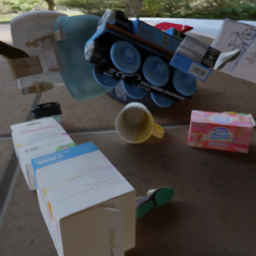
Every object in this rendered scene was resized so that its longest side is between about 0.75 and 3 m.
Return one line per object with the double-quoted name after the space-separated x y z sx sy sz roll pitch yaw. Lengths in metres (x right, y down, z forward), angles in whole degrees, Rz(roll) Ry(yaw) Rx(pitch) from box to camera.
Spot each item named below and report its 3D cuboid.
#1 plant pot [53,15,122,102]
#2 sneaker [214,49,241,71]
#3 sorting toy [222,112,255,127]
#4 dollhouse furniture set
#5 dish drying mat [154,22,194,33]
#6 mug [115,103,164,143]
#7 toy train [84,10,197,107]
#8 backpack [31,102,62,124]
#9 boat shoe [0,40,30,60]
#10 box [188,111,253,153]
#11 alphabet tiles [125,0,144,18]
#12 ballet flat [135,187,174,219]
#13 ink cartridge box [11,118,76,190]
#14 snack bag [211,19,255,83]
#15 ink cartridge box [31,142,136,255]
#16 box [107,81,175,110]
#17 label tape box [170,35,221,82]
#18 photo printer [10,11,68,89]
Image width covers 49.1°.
-0.878 -2.232 8.595 1.766 2.636 2.636 -9 26 11 "plant pot"
2.806 -2.030 8.029 0.911 0.321 0.365 -32 63 -2 "sneaker"
4.345 -0.381 11.064 1.141 0.208 1.056 4 27 9 "sorting toy"
-2.061 -1.421 6.555 1.585 1.352 0.774 3 22 45 "dollhouse furniture set"
1.929 -4.432 12.318 0.747 0.177 1.944 -29 38 -22 "dish drying mat"
0.330 -0.168 9.919 1.293 1.615 1.326 -30 15 11 "mug"
0.416 -1.530 6.223 2.838 1.621 1.230 16 -22 -28 "toy train"
-3.059 -0.541 10.526 1.070 0.907 1.205 -14 14 -24 "backpack"
-3.037 -1.929 7.223 1.261 0.455 0.410 26 8 -45 "boat shoe"
3.015 0.098 9.289 1.896 0.973 0.898 7 28 12 "box"
0.256 -5.286 12.120 0.810 0.974 0.031 28 21 29 "alphabet tiles"
0.534 1.709 6.733 1.307 0.470 0.470 -19 33 -35 "ballet flat"
-2.533 0.625 8.365 1.488 0.855 2.540 -14 30 -25 "ink cartridge box"
4.219 -2.667 10.117 2.638 2.487 0.282 18 63 2 "snack bag"
-0.899 1.596 5.731 1.471 1.509 2.348 -14 30 -25 "ink cartridge box"
0.744 -2.099 12.920 2.616 1.562 2.660 -19 33 -32 "box"
1.203 -1.274 4.803 0.662 0.306 0.924 29 54 6 "label tape box"
-2.835 -2.650 9.515 2.072 2.490 0.865 -8 9 -6 "photo printer"
